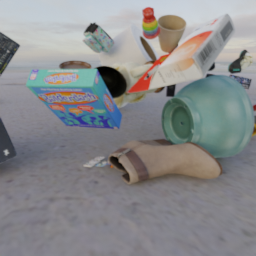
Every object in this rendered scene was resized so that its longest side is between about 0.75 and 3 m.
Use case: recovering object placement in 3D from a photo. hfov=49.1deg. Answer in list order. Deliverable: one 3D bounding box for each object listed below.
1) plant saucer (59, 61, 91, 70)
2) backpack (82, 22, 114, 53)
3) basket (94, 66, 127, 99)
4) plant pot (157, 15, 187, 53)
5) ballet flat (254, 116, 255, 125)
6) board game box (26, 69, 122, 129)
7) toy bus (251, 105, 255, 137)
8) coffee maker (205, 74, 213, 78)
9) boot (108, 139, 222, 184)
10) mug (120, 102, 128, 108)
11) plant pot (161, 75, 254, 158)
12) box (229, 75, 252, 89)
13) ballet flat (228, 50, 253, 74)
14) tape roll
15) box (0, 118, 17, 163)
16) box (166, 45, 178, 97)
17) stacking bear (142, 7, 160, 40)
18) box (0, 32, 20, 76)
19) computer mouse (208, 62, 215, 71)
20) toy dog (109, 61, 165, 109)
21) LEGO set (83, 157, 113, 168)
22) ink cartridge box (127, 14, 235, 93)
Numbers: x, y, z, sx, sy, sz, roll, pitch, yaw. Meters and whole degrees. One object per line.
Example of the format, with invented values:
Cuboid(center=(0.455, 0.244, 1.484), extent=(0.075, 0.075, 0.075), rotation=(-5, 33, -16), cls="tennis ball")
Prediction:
Cuboid(center=(-2.611, -2.942, 13.861), extent=(1.592, 0.255, 1.592), rotation=(5, 32, -3), cls="plant saucer")
Cuboid(center=(-1.217, -3.614, 11.584), extent=(1.221, 0.919, 1.084), rotation=(32, -2, -30), cls="backpack")
Cuboid(center=(-0.722, -1.620, 9.445), extent=(1.273, 0.960, 1.412), rotation=(23, 12, -13), cls="basket")
Cuboid(center=(1.230, -2.724, 8.311), extent=(0.846, 0.903, 0.846), rotation=(1, 52, -1), cls="plant pot")
Cuboid(center=(6.516, -0.139, 12.839), extent=(2.711, 0.628, 0.913), rotation=(-6, 53, -2), cls="ballet flat")
Cuboid(center=(-1.425, -0.754, 8.154), extent=(1.912, 0.566, 2.514), rotation=(3, -24, 17), cls="board game box")
Cuboid(center=(4.915, -0.153, 12.020), extent=(1.859, 0.961, 1.754), rotation=(-39, 7, -23), cls="toy bus")
Cuboid(center=(2.937, -1.513, 10.271), extent=(0.612, 0.908, 0.873), rotation=(-7, 37, -38), cls="coffee maker")
Cuboid(center=(0.862, 1.059, 7.985), extent=(2.096, 1.007, 2.868), rotation=(-18, 22, -31), cls="boot")
Cuboid(center=(-1.077, -2.111, 16.407), extent=(2.901, 2.142, 2.544), rotation=(-14, 5, 36), cls="mug")
Cuboid(center=(2.265, -0.250, 9.021), extent=(1.860, 2.776, 2.776), rotation=(-10, 18, -28), cls="plant pot")
Cuboid(center=(4.725, -1.967, 11.923), extent=(0.932, 0.233, 0.939), rotation=(16, 30, 20), cls="box")
Cuboid(center=(5.191, -2.943, 12.610), extent=(0.677, 0.673, 1.980), rotation=(13, 44, 40), cls="ballet flat")
Cuboid(center=(0.201, -3.153, 13.220), extent=(1.910, 2.782, 2.782), rotation=(-30, 4, 23), cls="tape roll")
Cuboid(center=(-4.921, 0.165, 8.537), extent=(2.154, 1.518, 2.910), rotation=(-25, 29, -24), cls="box")
Cuboid(center=(1.833, -2.650, 11.537), extent=(0.410, 2.271, 1.623), rotation=(3, -28, 6), cls="box")
Cuboid(center=(0.548, -2.729, 7.199), extent=(0.485, 0.798, 0.454), rotation=(0, 57, 12), cls="stacking bear")
Cuboid(center=(-4.380, -2.379, 8.949), extent=(1.176, 1.491, 0.380), rotation=(32, -1, -2), cls="box")
Cuboid(center=(2.617, -2.308, 9.659), extent=(0.396, 0.683, 2.329), rotation=(-14, 11, 12), cls="computer mouse")
Cuboid(center=(0.384, -1.944, 10.906), extent=(2.405, 1.678, 2.332), rotation=(-15, -19, -46), cls="toy dog")
Cuboid(center=(-0.782, 1.156, 8.916), extent=(1.028, 0.252, 0.768), rotation=(-1, 16, 33), cls="LEGO set")
Cuboid(center=(1.290, -2.011, 7.817), extent=(2.728, 0.684, 2.212), rotation=(-2, 40, 48), cls="ink cartridge box")
